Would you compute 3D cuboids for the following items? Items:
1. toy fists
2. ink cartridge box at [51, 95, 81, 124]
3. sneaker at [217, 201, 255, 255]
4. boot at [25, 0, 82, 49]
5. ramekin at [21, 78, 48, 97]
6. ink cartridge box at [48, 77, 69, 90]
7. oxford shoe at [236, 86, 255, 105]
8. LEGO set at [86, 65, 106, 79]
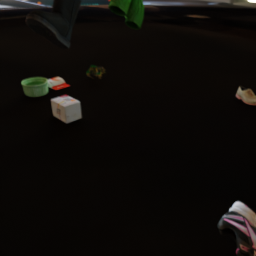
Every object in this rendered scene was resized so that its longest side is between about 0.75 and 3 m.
[{"bbox_3d":[-0.031,-4.145,9.430,0.652,0.966,1.896,15,0,32],"label":"toy fists"},{"bbox_3d":[-1.976,-0.606,8.967,0.596,0.593,0.820,-25,37,-38],"label":"ink cartridge box"},{"bbox_3d":[2.093,1.945,4.459,0.681,0.634,1.578,-31,35,-14],"label":"sneaker"},{"bbox_3d":[-1.501,-2.879,6.154,0.603,1.836,1.514,17,-1,9],"label":"boot"},{"bbox_3d":[-3.582,-1.571,10.850,0.984,0.480,0.984,0,29,0],"label":"ramekin"},{"bbox_3d":[-2.966,-1.853,11.657,0.881,0.221,0.715,22,36,39],"label":"ink cartridge box"},{"bbox_3d":[4.365,-1.153,10.133,0.417,0.435,1.177,-12,31,-21],"label":"oxford shoe"},{"bbox_3d":[-1.433,-2.447,12.652,0.849,0.492,0.653,4,58,14],"label":"LEGO set"}]
